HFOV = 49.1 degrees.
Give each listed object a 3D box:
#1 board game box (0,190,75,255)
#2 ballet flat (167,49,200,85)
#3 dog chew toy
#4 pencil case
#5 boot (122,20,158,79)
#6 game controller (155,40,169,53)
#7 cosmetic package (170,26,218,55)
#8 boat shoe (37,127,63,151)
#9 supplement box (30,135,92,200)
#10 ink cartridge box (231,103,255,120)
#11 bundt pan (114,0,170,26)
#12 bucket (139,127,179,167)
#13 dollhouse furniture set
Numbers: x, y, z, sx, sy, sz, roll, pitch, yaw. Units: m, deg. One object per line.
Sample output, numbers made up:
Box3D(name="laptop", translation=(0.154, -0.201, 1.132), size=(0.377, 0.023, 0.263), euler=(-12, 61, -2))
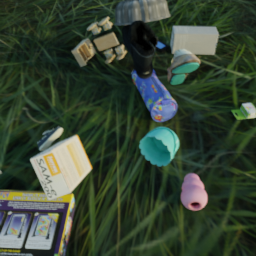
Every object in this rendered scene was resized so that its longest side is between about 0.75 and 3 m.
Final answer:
Box3D(name="board game box", translation=(-2.808, 2.683, 7.142), size=(2.545, 0.722, 2.104), euler=(2, 43, 2))
Box3D(name="ballet flat", translation=(1.944, -2.397, 10.550), size=(0.941, 2.766, 0.930), euler=(-5, 85, -7))
Box3D(name="dog chew toy", translation=(1.870, 1.788, 8.091), size=(0.723, 0.723, 1.161), euler=(3, 36, 3))
Box3D(name="pencil case", translation=(0.974, -1.441, 11.013), size=(1.027, 1.143, 2.631), euler=(-14, 46, -9))
Box3D(name="boot", translation=(0.389, -3.245, 10.093), size=(0.964, 2.120, 2.523), euler=(-14, 75, -2))
Box3D(name="game controller", translation=(1.599, -4.260, 14.523), size=(0.593, 0.239, 1.136), euler=(-29, 50, -26))
Box3D(name="cosmetic package", translation=(3.273, -4.362, 13.983), size=(2.166, 1.157, 0.977), euler=(1, 44, -1))
Box3D(name="boat shoe", translation=(-2.207, 0.253, 7.832), size=(0.313, 1.012, 0.379), euler=(55, 32, 14))
Box3D(name="supplement box", translation=(-1.784, 1.022, 7.801), size=(0.690, 1.182, 1.875), euler=(-21, 6, 13))
Box3D(name="ink cartridge box", translation=(4.487, -0.636, 10.802), size=(0.784, 0.297, 0.579), euler=(-7, 45, -8))
Box3D(name="bundt pan", translation=(0.469, -4.385, 10.376), size=(2.127, 0.798, 2.127), euler=(-9, 25, 4))
Box3D(name="bucket", translation=(1.028, 0.567, 8.992), size=(1.164, 1.164, 0.757), euler=(24, 42, 23))
Box3D(name="dollhouse furniture set", translation=(-1.435, -3.770, 13.017), size=(1.963, 1.803, 1.277), euler=(-10, 36, 31))
